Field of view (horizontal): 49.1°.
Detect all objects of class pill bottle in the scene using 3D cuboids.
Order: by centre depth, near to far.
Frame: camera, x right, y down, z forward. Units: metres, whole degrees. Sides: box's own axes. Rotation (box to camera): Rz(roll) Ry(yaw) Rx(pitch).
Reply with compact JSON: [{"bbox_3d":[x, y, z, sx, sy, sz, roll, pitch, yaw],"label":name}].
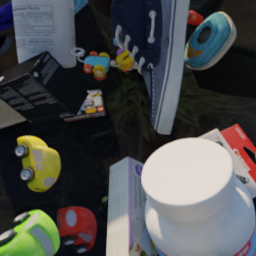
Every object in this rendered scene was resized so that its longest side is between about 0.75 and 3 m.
[{"bbox_3d":[1.144,1.590,4.268,1.530,2.813,1.530,-15,34,11],"label":"pill bottle"},{"bbox_3d":[-2.021,-2.723,6.766,1.414,1.414,2.474,0,106,0],"label":"pill bottle"}]

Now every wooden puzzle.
[{"bbox_3d":[-3.665,-0.560,8.646,1.239,0.310,1.338,-19,60,-10],"label":"wooden puzzle"}]

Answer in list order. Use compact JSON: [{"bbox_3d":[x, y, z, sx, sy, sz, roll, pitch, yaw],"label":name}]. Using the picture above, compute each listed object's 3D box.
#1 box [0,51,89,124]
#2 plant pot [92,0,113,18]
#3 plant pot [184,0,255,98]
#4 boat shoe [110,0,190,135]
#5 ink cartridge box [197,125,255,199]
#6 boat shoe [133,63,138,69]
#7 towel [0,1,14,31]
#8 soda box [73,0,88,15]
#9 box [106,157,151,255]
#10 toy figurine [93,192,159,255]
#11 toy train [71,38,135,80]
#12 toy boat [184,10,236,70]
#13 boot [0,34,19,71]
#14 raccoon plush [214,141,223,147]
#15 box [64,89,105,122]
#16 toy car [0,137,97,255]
[{"bbox_3d":[-2.094,-0.835,6.520,1.947,1.374,0.768,-5,47,42],"label":"box"},{"bbox_3d":[0.089,-4.448,7.891,2.163,2.432,2.438,12,67,19],"label":"plant pot"},{"bbox_3d":[2.651,-1.851,6.255,2.028,2.023,1.799,-44,46,-5],"label":"plant pot"},{"bbox_3d":[0.329,-1.388,5.074,1.353,1.089,2.917,6,87,8],"label":"boat shoe"},{"bbox_3d":[2.946,0.951,7.769,1.812,0.460,2.057,-24,66,-11],"label":"ink cartridge box"},{"bbox_3d":[0.085,-2.834,9.605,0.668,0.627,1.812,-18,64,-9],"label":"boat shoe"},{"bbox_3d":[-3.966,-3.864,9.525,1.821,0.611,2.466,-12,35,34],"label":"towel"},{"bbox_3d":[-2.475,-4.469,10.402,0.744,0.704,2.194,32,68,15],"label":"soda box"},{"bbox_3d":[0.009,1.690,4.245,0.495,0.530,2.559,30,42,-33],"label":"box"},{"bbox_3d":[0.414,2.065,6.262,1.375,1.945,1.976,-44,48,-17],"label":"toy figurine"},{"bbox_3d":[-0.382,-1.607,6.374,1.652,0.459,1.241,-23,52,-19],"label":"toy train"},{"bbox_3d":[1.337,-1.791,5.329,0.646,1.169,1.390,7,50,-31],"label":"toy boat"},{"bbox_3d":[-3.797,-2.925,9.361,0.837,1.086,2.241,0,62,9],"label":"boot"},{"bbox_3d":[1.453,0.561,6.023,0.927,1.384,0.669,-7,92,-4],"label":"raccoon plush"},{"bbox_3d":[-1.397,-0.703,8.726,1.266,0.253,0.867,-11,63,-5],"label":"box"},{"bbox_3d":[-1.161,1.326,4.226,0.542,2.288,2.432,-26,101,7],"label":"toy car"}]
